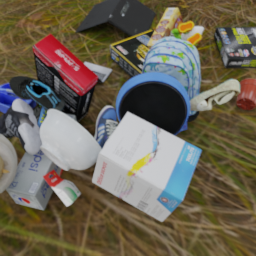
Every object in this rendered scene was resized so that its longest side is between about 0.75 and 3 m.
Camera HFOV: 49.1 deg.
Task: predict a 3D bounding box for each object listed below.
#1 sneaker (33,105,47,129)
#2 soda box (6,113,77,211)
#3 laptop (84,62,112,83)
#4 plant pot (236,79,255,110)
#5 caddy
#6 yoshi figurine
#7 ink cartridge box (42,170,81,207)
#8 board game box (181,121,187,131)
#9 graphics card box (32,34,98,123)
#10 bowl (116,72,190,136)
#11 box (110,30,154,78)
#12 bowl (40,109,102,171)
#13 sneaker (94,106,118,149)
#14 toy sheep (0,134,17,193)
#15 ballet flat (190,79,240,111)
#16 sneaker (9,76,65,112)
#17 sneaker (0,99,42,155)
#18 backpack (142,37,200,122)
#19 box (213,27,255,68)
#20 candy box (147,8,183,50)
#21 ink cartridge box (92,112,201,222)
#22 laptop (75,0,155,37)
[{"bbox_3d":[-2.727,-0.583,8.678,0.563,0.482,1.358,-1,55,10],"label":"sneaker"},{"bbox_3d":[-2.423,0.884,8.407,0.914,0.984,2.882,11,52,10],"label":"soda box"},{"bbox_3d":[-1.516,-2.352,11.153,1.301,0.806,1.390,19,54,14],"label":"laptop"},{"bbox_3d":[4.395,-1.172,10.219,0.897,0.897,0.872,20,62,16],"label":"plant pot"},{"bbox_3d":[-4.092,-1.055,10.098,1.549,0.813,1.095,19,54,15],"label":"caddy"},{"bbox_3d":[1.923,-3.004,9.627,1.016,1.020,1.814,17,10,6],"label":"yoshi figurine"},{"bbox_3d":[-1.741,1.534,7.464,0.251,0.808,1.004,-37,90,7],"label":"ink cartridge box"},{"bbox_3d":[0.824,0.015,8.416,1.833,1.232,0.410,-18,75,8],"label":"board game box"},{"bbox_3d":[-1.963,-1.316,8.663,1.822,2.904,0.739,41,67,2],"label":"graphics card box"},{"bbox_3d":[0.629,-0.452,7.172,1.916,1.916,0.376,4,31,3],"label":"bowl"},{"bbox_3d":[0.976,-2.796,11.532,2.285,0.706,2.861,-26,56,-25],"label":"box"},{"bbox_3d":[-1.627,0.498,7.260,1.927,1.927,0.866,29,64,21],"label":"bowl"},{"bbox_3d":[-0.451,0.243,8.210,1.226,0.674,1.674,17,89,49],"label":"sneaker"},{"bbox_3d":[-3.585,0.899,6.681,1.874,1.874,2.718,-36,26,-26],"label":"toy sheep"},{"bbox_3d":[2.156,-0.735,7.200,0.502,1.487,0.464,30,43,-35],"label":"ballet flat"},{"bbox_3d":[-2.803,-1.190,8.319,2.115,0.866,0.774,24,68,23],"label":"sneaker"},{"bbox_3d":[-3.127,0.150,7.925,1.096,0.727,1.927,-35,57,11],"label":"sneaker"},{"bbox_3d":[1.343,-1.531,8.965,2.130,2.611,2.007,20,33,20],"label":"backpack"},{"bbox_3d":[4.979,-3.566,12.307,1.900,0.525,2.372,-1,51,0],"label":"box"},{"bbox_3d":[1.452,-3.394,10.402,0.511,1.056,1.811,14,69,35],"label":"candy box"},{"bbox_3d":[0.385,0.918,6.610,1.969,1.445,1.438,28,53,6],"label":"ink cartridge box"},{"bbox_3d":[-0.550,-5.254,13.933,2.975,1.724,2.785,30,52,-13],"label":"laptop"}]
